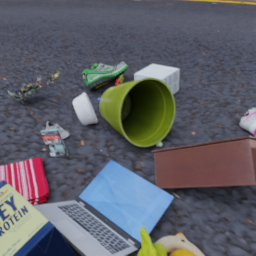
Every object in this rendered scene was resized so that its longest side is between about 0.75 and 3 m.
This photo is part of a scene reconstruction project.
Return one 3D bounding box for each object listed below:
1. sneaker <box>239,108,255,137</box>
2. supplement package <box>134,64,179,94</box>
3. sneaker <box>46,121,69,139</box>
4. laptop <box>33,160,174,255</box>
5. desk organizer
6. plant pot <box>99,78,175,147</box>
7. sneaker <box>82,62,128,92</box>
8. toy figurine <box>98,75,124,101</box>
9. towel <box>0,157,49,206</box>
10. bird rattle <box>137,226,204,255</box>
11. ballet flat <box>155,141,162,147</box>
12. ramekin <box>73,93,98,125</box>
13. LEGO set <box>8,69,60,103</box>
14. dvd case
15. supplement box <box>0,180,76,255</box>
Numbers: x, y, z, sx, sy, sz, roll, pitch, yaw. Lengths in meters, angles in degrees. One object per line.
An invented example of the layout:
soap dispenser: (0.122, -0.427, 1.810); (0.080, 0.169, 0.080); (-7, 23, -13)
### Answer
sneaker: (4.929, -0.446, 10.555); (1.977, 0.804, 0.872); (-26, 44, -34)
supplement package: (1.288, -2.017, 12.490); (1.440, 1.108, 1.506); (18, 38, 33)
sneaker: (-2.588, 0.081, 10.091); (1.064, 0.436, 0.398); (18, 38, 25)
laptop: (-0.524, 1.762, 6.571); (2.179, 1.349, 2.328); (26, 6, 32)
desk organizer: (2.076, 1.006, 7.453); (2.870, 1.105, 1.029); (-14, -16, 43)
plant pot: (0.101, -0.674, 9.814); (2.236, 2.236, 2.153); (-20, 21, -28)
sneaker: (-1.045, -2.720, 13.381); (2.624, 1.024, 1.118); (-31, 87, -39)
toy figurine: (-0.774, -1.465, 11.961); (1.128, 0.993, 1.883); (-10, 31, 15)
towel: (-3.635, 1.669, 7.852); (2.630, 0.296, 1.902); (-11, 35, -16)
bird rattle: (1.000, 2.846, 5.401); (1.819, 1.257, 2.231); (-6, 33, -43)
ballet flat: (0.939, 0.390, 9.792); (0.281, 0.281, 0.809); (-10, 34, -14)
ramekin: (-1.635, -0.659, 10.578); (0.575, 1.234, 1.234); (-23, 36, -2)
LEGO set: (-3.933, -1.619, 11.791); (2.584, 0.732, 1.678); (-4, 33, 37)
dvd case: (-2.342, 0.491, 8.889); (0.689, 0.944, 0.104); (-4, 25, 27)
supplement box: (-2.109, 2.268, 5.493); (1.715, 1.717, 1.153); (25, 55, 33)
